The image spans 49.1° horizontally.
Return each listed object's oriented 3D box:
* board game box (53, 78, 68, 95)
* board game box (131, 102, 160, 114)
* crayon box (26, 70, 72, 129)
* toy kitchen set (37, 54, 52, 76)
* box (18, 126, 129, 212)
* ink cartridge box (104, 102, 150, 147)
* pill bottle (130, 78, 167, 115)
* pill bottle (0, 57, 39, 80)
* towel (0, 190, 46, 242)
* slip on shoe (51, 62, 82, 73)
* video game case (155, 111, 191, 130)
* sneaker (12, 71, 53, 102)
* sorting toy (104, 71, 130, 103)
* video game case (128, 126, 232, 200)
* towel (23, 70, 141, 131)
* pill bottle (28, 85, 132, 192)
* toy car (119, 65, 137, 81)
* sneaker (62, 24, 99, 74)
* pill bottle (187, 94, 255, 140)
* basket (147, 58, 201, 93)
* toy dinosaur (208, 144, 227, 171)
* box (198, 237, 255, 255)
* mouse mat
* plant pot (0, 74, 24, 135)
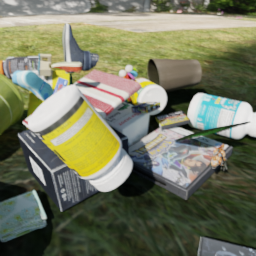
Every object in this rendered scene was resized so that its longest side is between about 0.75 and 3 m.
[{"bbox_3d":[-2.450,-0.758,9.597,0.325,1.277,1.886,18,-17,-10],"label":"board game box"},{"bbox_3d":[0.622,-0.709,9.687,0.675,0.232,0.817,4,19,39],"label":"board game box"},{"bbox_3d":[-3.121,-1.055,11.204,1.585,0.634,2.496,0,73,0],"label":"crayon box"},{"bbox_3d":[-3.605,-2.132,11.475,0.912,1.549,1.241,-1,48,-14],"label":"toy kitchen set"},{"bbox_3d":[-1.535,0.764,8.046,2.262,1.426,2.301,-25,37,-30],"label":"box"},{"bbox_3d":[-0.730,-0.261,10.116,2.516,1.061,1.838,23,34,26],"label":"ink cartridge box"},{"bbox_3d":[0.624,-1.354,11.300,1.163,1.163,2.062,-9,24,-16],"label":"pill bottle"},{"bbox_3d":[-6.110,-3.387,15.913,2.378,1.263,1.263,-2,29,-5],"label":"pill bottle"},{"bbox_3d":[-2.654,2.106,6.847,1.076,0.303,1.257,-14,31,-26],"label":"towel"},{"bbox_3d":[-1.654,-1.615,7.520,0.905,0.277,0.335,6,26,17],"label":"slip on shoe"},{"bbox_3d":[1.658,-0.296,10.479,1.102,0.141,0.996,-13,23,-1],"label":"video game case"},{"bbox_3d":[-3.564,-1.576,10.406,1.087,1.665,0.662,14,66,30],"label":"sneaker"},{"bbox_3d":[-0.267,-1.454,10.960,0.324,1.918,0.925,-31,34,15],"label":"sorting toy"},{"bbox_3d":[1.517,0.865,9.052,2.609,0.368,2.887,23,36,35],"label":"video game case"},{"bbox_3d":[-1.298,-0.626,7.970,2.103,0.332,2.920,24,55,40],"label":"towel"},{"bbox_3d":[-0.932,0.299,6.078,1.269,2.221,1.269,-30,27,17],"label":"pill bottle"},{"bbox_3d":[0.050,-2.072,11.227,0.754,0.659,0.565,-37,51,6],"label":"toy car"},{"bbox_3d":[-1.649,-2.775,9.785,1.215,1.682,0.639,-8,30,-16],"label":"sneaker"},{"bbox_3d":[3.551,-0.386,10.306,2.459,1.362,1.362,18,33,29],"label":"pill bottle"},{"bbox_3d":[2.001,-2.275,11.996,1.971,1.341,1.777,-7,50,-11],"label":"basket"},{"bbox_3d":[2.592,0.826,7.933,0.996,0.676,0.509,-32,40,-26],"label":"toy dinosaur"},{"bbox_3d":[2.312,3.052,4.905,2.282,0.497,1.828,9,30,16],"label":"box"},{"bbox_3d":[2.462,0.136,8.532,1.664,0.078,2.068,-10,-7,-12],"label":"mouse mat"},{"bbox_3d":[-5.182,-0.187,9.036,2.761,2.761,2.622,2,43,3],"label":"plant pot"}]
